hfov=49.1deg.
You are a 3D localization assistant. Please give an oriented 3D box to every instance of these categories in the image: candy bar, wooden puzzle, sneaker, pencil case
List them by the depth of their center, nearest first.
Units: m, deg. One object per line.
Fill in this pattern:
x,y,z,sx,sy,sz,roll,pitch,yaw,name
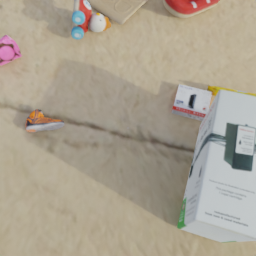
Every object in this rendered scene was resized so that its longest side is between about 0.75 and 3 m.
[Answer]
-2.296,-0.247,7.686,1.050,0.407,0.588,-6,69,-3,sneaker
3.056,-0.923,7.866,1.669,0.416,0.185,12,66,11,candy bar
-4.132,-2.146,8.239,1.785,0.836,0.810,-27,57,-13,pencil case
-0.249,-4.307,9.436,1.486,0.371,1.605,37,77,15,wooden puzzle

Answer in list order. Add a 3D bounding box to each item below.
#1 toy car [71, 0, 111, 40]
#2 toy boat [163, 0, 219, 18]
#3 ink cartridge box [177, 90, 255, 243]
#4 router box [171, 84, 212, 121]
-1.113,-3.414,8.749,1.207,1.068,1.113,5,56,-11,toy car
2.073,-4.456,8.981,1.933,1.263,1.261,-27,70,-11,toy boat
2.113,0.914,6.284,1.195,2.108,2.876,16,67,8,ink cartridge box
1.804,-0.719,7.973,0.968,0.236,0.869,15,68,6,router box
